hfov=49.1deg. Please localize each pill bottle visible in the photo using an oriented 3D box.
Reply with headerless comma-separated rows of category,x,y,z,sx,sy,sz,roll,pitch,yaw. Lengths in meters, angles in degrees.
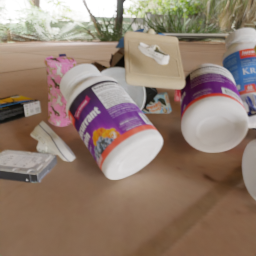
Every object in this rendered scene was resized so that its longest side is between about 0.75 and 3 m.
pill bottle,-0.506,-0.242,6.198,1.401,1.401,2.514,-16,56,-36
pill bottle,3.964,-1.959,9.437,1.441,2.567,1.441,-3,-17,-1
pill bottle,3.485,0.778,5.271,2.269,1.205,1.205,0,21,-3
pill bottle,2.264,-0.729,7.802,1.593,1.593,2.832,3,35,8

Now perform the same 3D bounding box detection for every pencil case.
pencil case,-2.051,-1.094,8.585,0.906,2.189,0.947,-10,34,-25

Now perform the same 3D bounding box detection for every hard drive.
hard drive,-2.451,0.850,6.381,1.371,0.259,0.958,6,22,10

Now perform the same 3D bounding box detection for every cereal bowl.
cereal bowl,-0.252,-0.851,7.448,1.453,1.453,0.605,2,4,6

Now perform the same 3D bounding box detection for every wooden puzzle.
wooden puzzle,0.623,-1.681,7.044,1.467,0.295,1.586,4,63,-10

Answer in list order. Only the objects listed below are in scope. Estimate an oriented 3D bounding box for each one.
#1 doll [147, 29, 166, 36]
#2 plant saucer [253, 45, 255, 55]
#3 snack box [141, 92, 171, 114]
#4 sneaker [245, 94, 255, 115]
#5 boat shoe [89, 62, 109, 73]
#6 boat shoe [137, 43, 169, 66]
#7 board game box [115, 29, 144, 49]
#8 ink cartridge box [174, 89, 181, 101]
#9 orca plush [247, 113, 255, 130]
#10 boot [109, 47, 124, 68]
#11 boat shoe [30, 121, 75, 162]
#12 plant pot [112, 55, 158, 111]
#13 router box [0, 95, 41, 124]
doll,1.014,-2.844,9.633,0.875,1.282,0.311,-26,42,20
plant saucer,3.881,-2.148,7.955,0.837,0.837,0.203,-39,22,-26
snack box,0.805,-0.774,8.812,1.083,0.629,0.201,3,29,42
sneaker,3.951,-0.401,8.736,1.475,0.596,0.852,27,-41,-34
boat shoe,-0.751,-1.947,9.954,0.443,0.534,1.487,-22,-32,29
boat shoe,0.579,-1.715,6.239,0.824,0.286,0.292,36,44,18
board game box,0.099,-2.567,8.311,0.856,0.211,1.083,-16,34,25
ink cartridge box,2.599,-1.627,11.988,1.184,0.856,0.860,4,21,10
orca plush,4.311,0.130,8.008,2.528,0.899,1.330,-7,65,9
boot,-0.134,-2.083,9.718,0.865,1.800,2.461,28,-5,10
boat shoe,-1.966,0.443,7.033,0.624,0.633,1.786,-44,48,-11
plant pot,0.110,-1.176,8.377,1.150,1.294,1.297,50,14,24
router box,-4.383,-0.657,9.948,1.472,0.504,1.973,15,25,33
